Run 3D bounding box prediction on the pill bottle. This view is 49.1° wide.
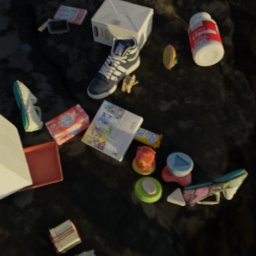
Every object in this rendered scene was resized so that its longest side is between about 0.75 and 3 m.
[{"bbox_3d":[3.199,-3.781,11.797,1.203,1.203,2.142,-2,60,-1],"label":"pill bottle"}]

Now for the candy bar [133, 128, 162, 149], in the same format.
[{"bbox_3d":[0.073,0.067,10.154,2.442,0.271,0.609,23,64,14],"label":"candy bar"}]

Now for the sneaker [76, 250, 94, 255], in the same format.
[{"bbox_3d":[-1.368,3.817,7.854,1.894,0.717,0.871,17,54,1],"label":"sneaker"}]

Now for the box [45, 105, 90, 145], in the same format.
[{"bbox_3d":[-2.127,-0.107,10.005,1.377,0.706,0.652,-33,66,-19],"label":"box"}]

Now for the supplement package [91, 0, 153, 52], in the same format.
[{"bbox_3d":[-0.243,-4.442,12.172,2.138,1.185,1.665,20,62,12],"label":"supplement package"}]

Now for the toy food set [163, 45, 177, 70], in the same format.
[{"bbox_3d":[1.675,-2.863,11.379,0.239,0.980,0.970,-2,85,-16],"label":"toy food set"}]

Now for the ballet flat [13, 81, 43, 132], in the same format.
[{"bbox_3d":[-3.729,-0.796,10.498,0.797,0.797,2.221,-19,65,-11],"label":"ballet flat"}]

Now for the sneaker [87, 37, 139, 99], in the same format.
[{"bbox_3d":[-0.594,-2.426,10.843,0.979,1.515,2.792,36,67,19],"label":"sneaker"}]

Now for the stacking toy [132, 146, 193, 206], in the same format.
[{"bbox_3d":[1.081,1.405,8.797,1.962,0.829,1.776,8,43,3],"label":"stacking toy"}]

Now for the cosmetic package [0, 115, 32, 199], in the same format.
[{"bbox_3d":[-4.503,0.884,8.541,1.944,1.932,2.323,-26,62,-3],"label":"cosmetic package"}]

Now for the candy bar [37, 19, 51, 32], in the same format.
[{"bbox_3d":[-3.851,-4.776,13.003,0.223,0.099,0.894,28,65,15],"label":"candy bar"}]

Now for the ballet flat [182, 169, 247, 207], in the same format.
[{"bbox_3d":[2.810,1.973,8.889,2.141,0.740,0.762,-17,82,-3],"label":"ballet flat"}]

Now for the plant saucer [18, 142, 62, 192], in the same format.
[{"bbox_3d":[-3.026,1.307,9.446,1.477,0.272,1.480,-14,61,-7],"label":"plant saucer"}]

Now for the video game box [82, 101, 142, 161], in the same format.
[{"bbox_3d":[-0.560,0.091,9.855,1.538,0.395,1.688,27,79,12],"label":"video game box"}]

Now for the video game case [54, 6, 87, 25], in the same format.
[{"bbox_3d":[-2.743,-5.371,13.329,1.327,0.116,0.949,14,61,8],"label":"video game case"}]

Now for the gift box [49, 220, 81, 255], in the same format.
[{"bbox_3d":[-1.871,3.145,8.125,0.730,0.782,0.722,-29,59,-14],"label":"gift box"}]

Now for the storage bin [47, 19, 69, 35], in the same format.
[{"bbox_3d":[-3.148,-4.618,12.676,0.895,0.652,0.601,-9,33,-5],"label":"storage bin"}]

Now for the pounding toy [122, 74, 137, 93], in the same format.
[{"bbox_3d":[0.096,-1.688,11.040,0.552,0.551,0.963,17,43,9],"label":"pounding toy"}]
